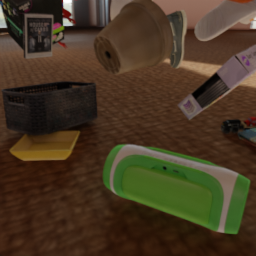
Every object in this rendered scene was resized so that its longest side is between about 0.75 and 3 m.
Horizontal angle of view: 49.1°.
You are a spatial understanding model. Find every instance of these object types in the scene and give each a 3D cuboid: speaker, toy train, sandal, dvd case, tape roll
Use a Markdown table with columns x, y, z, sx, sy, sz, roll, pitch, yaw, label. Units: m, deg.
| x | y | z | sx | sy | sz | roll | pitch | yaw | label |
| --- | --- | --- | --- | --- | --- | --- | --- | --- | --- |
| 0.825 | 1.053 | 5.233 | 2.538 | 1.122 | 1.122 | 13 | 28 | 26 | speaker |
| 3.797 | -0.119 | 8.591 | 1.964 | 0.450 | 0.335 | -3 | 25 | -8 | toy train |
| 3.600 | -3.868 | 9.283 | 2.929 | 1.122 | 0.839 | -29 | -17 | 26 | sandal |
| -2.011 | -2.052 | 6.272 | 0.117 | 0.943 | 0.709 | 29 | 33 | 32 | dvd case |
| 0.206 | -4.889 | 10.877 | 1.302 | 1.896 | 1.896 | 17 | 27 | 5 | tape roll |

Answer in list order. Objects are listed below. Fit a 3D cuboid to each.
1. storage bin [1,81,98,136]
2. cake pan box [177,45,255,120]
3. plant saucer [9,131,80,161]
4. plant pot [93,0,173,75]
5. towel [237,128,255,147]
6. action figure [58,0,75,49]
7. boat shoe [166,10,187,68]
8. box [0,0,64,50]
| x | y | z | sx | sy | sz | roll | pitch | yaw | label |
| --- | --- | --- | --- | --- | --- | --- | --- | --- | --- |
| -2.298 | -0.700 | 8.590 | 1.696 | 1.176 | 2.509 | 10 | 20 | 34 | storage bin |
| 1.819 | -0.881 | 5.158 | 1.584 | 1.459 | 0.414 | -29 | 78 | -43 | cake pan box |
| -2.066 | 0.474 | 7.258 | 1.475 | 0.357 | 1.474 | -1 | 18 | -1 | plant saucer |
| 0.012 | -2.009 | 6.611 | 1.409 | 1.623 | 1.623 | -37 | 41 | -28 | plant pot |
| 4.594 | 0.171 | 7.483 | 2.591 | 0.281 | 1.900 | -13 | 16 | -4 | towel |
| -2.189 | -3.533 | 9.445 | 1.371 | 0.904 | 2.770 | 27 | -11 | -33 | action figure |
| 1.600 | -3.101 | 10.079 | 0.691 | 2.236 | 0.814 | -10 | 51 | -7 | boat shoe |
| -2.474 | -2.981 | 7.269 | 1.239 | 1.669 | 1.037 | -36 | 72 | -25 | box |
